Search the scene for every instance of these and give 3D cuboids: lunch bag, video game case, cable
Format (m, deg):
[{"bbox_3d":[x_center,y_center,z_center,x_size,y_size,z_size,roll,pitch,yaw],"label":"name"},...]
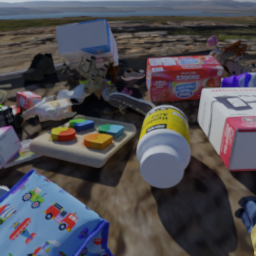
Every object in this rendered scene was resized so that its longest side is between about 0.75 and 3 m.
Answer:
[{"bbox_3d":[-1.639,1.942,3.858,1.778,1.111,2.362,23,43,34],"label":"lunch bag"},{"bbox_3d":[-2.868,0.654,7.334,1.005,0.111,0.914,-18,32,-32],"label":"video game case"},{"bbox_3d":[-0.689,-3.036,14.453,1.728,0.538,2.118,1,31,-13],"label":"cable"}]

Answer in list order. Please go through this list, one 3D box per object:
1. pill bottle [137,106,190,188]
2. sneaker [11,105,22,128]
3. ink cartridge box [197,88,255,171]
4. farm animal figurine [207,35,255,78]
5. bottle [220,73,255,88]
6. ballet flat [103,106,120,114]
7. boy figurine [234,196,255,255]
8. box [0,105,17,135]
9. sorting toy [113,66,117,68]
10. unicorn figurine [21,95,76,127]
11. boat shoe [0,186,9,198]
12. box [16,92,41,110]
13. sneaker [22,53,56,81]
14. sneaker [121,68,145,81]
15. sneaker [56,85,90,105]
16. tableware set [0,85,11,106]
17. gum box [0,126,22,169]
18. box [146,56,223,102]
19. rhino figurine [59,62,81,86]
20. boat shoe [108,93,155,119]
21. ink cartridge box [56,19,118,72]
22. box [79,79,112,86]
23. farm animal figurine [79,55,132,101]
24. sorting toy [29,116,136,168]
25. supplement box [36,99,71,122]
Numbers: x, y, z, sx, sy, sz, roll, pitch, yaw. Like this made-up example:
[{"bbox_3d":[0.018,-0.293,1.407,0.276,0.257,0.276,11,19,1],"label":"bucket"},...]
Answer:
[{"bbox_3d":[0.850,0.401,6.616,1.209,1.209,2.173,4,27,7],"label":"pill bottle"},{"bbox_3d":[-3.856,-0.328,8.928,0.791,0.493,1.475,-8,24,-13],"label":"sneaker"},{"bbox_3d":[3.315,-0.117,7.663,2.065,1.203,2.853,-1,26,-2],"label":"ink cartridge box"},{"bbox_3d":[4.359,-3.047,12.899,1.284,2.062,2.553,-37,26,-1],"label":"farm animal figurine"},{"bbox_3d":[4.779,-1.675,11.058,2.340,0.978,0.764,6,-13,29],"label":"bottle"},{"bbox_3d":[-0.509,-0.624,9.881,0.837,0.194,0.282,-17,53,-37],"label":"ballet flat"},{"bbox_3d":[2.171,1.705,4.257,0.483,0.931,1.498,-3,30,-9],"label":"boy figurine"},{"bbox_3d":[-4.161,-0.098,7.930,1.497,0.931,1.112,10,28,19],"label":"box"},{"bbox_3d":[-0.798,-3.496,15.654,1.348,0.228,0.650,16,30,30],"label":"sorting toy"},{"bbox_3d":[-2.487,-0.531,8.562,1.704,0.629,1.170,5,30,42],"label":"unicorn figurine"},{"bbox_3d":[-3.413,1.588,4.611,2.998,1.063,1.047,-15,4,-25],"label":"boat shoe"},{"bbox_3d":[-3.590,-0.980,10.102,0.518,0.478,1.010,-11,23,-42],"label":"box"},{"bbox_3d":[-4.409,-3.002,13.645,0.947,1.132,2.495,7,28,9],"label":"sneaker"},{"bbox_3d":[0.291,-2.627,13.495,1.311,0.520,0.485,-17,41,-29],"label":"sneaker"},{"bbox_3d":[-1.938,-1.183,10.743,0.702,0.601,1.612,37,44,25],"label":"sneaker"},{"bbox_3d":[-5.375,-0.862,9.989,2.308,0.462,1.525,-4,44,5],"label":"tableware set"},{"bbox_3d":[-3.401,0.730,6.227,1.078,0.628,1.900,-10,25,17],"label":"gum box"},{"bbox_3d":[2.141,-1.958,11.034,2.728,1.302,1.360,-4,37,-3],"label":"box"},{"bbox_3d":[-2.612,-2.440,12.893,0.582,0.852,1.948,-48,31,6],"label":"rhino figurine"},{"bbox_3d":[0.025,-0.723,9.478,1.745,0.627,0.519,18,64,22],"label":"boat shoe"},{"bbox_3d":[-1.698,-3.578,12.610,2.106,1.234,2.914,-7,-2,6],"label":"ink cartridge box"},{"bbox_3d":[-1.396,-1.945,12.419,1.302,0.310,0.794,-22,34,-36],"label":"box"},{"bbox_3d":[-1.017,-1.698,11.087,1.843,1.147,2.282,11,39,-30],"label":"farm animal figurine"},{"bbox_3d":[-1.156,0.192,7.787,2.201,0.434,2.378,10,24,19],"label":"sorting toy"},{"bbox_3d":[-2.527,-0.612,9.523,1.079,0.397,0.680,-13,31,-18],"label":"supplement box"}]
